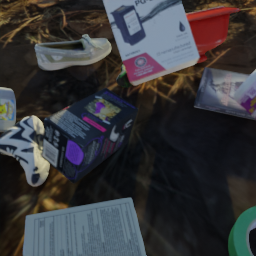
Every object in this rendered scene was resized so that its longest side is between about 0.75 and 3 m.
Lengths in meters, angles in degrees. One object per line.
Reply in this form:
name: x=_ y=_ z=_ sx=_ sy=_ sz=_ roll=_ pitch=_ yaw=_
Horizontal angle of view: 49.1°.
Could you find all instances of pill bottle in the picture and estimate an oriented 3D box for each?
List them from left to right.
pill bottle: x=3.791 y=-0.453 z=6.805 sx=1.234 sy=1.234 sz=2.198 roll=-34 pitch=70 yaw=-29

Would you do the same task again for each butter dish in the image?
butter dish: x=2.292 y=-2.998 z=9.375 sx=2.189 sy=1.618 sz=2.183 roll=-17 pitch=18 yaw=-14

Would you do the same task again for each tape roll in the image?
tape roll: x=2.667 y=2.199 z=4.954 sx=1.666 sy=0.400 sz=1.666 roll=0 pitch=45 yaw=0

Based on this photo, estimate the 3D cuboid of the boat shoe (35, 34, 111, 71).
boat shoe: x=-1.809 y=-2.678 z=9.556 sx=2.605 sy=0.835 sz=0.960 roll=-16 pitch=47 yaw=-15

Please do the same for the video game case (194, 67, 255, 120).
video game case: x=3.451 y=-0.988 z=8.285 sx=2.680 sy=0.254 sz=1.915 roll=14 pitch=46 yaw=13

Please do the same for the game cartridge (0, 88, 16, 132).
game cartridge: x=-3.112 y=-0.445 z=6.868 sx=0.222 sy=1.098 sz=0.732 roll=-1 pitch=-1 yaw=29

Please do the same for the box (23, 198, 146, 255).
box: x=-0.697 y=2.048 z=4.670 sx=1.827 sy=0.996 sz=1.168 roll=-8 pitch=45 yaw=-8

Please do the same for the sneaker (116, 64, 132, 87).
sneaker: x=-0.016 y=-1.726 z=8.901 sx=0.598 sy=0.548 sz=1.404 roll=11 pitch=37 yaw=23

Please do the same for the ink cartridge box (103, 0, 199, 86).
ink cartridge box: x=0.580 y=-2.759 z=7.673 sx=1.923 sy=2.657 sz=1.121 roll=-18 pitch=1 yaw=9

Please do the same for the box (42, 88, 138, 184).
box: x=-0.813 y=0.096 z=6.180 sx=1.019 sy=1.174 sz=1.921 roll=35 pitch=40 yaw=18

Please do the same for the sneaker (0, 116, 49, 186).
sneaker: x=-2.504 y=0.620 z=6.420 sx=1.122 sy=0.688 sz=1.724 roll=-19 pitch=67 yaw=8
